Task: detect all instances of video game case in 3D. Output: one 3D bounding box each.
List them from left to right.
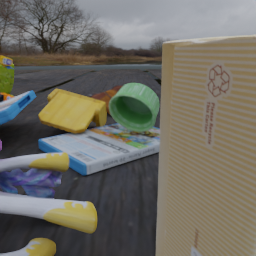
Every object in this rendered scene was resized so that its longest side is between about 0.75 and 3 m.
[{"bbox_3d":[-3.403,-0.238,6.662,2.040,0.254,2.850,-22,17,-3],"label":"video game case"},{"bbox_3d":[-0.325,0.309,6.183,2.659,0.237,1.903,-13,19,-38],"label":"video game case"}]

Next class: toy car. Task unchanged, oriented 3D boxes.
[{"bbox_3d":[-4.202,-1.563,9.890,0.759,2.281,1.119,5,-8,-36],"label":"toy car"}]

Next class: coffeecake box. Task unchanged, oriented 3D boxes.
[{"bbox_3d":[1.666,0.363,2.368,2.750,2.111,1.005,-7,17,-24],"label":"coffeecake box"}]

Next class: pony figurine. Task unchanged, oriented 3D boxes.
[{"bbox_3d":[-1.722,0.591,2.921,2.267,1.888,2.189,9,19,-29],"label":"pony figurine"}]

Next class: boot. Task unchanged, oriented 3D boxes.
[{"bbox_3d":[-0.227,-1.043,10.222,2.057,0.748,2.185,-9,18,-31],"label":"boot"}]

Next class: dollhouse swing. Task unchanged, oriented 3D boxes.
[{"bbox_3d":[-1.404,-0.190,7.097,1.372,1.247,1.206,16,59,8],"label":"dollhouse swing"}]

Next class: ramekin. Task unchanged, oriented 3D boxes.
[{"bbox_3d":[0.165,-0.470,6.177,1.081,1.081,0.528,8,48,26],"label":"ramekin"}]

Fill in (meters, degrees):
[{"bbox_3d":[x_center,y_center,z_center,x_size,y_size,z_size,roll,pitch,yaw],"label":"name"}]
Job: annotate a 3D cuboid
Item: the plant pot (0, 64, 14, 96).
[{"bbox_3d":[-5.739,-1.792,11.365,1.732,1.580,1.741,14,20,39],"label":"plant pot"}]
